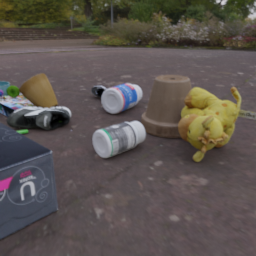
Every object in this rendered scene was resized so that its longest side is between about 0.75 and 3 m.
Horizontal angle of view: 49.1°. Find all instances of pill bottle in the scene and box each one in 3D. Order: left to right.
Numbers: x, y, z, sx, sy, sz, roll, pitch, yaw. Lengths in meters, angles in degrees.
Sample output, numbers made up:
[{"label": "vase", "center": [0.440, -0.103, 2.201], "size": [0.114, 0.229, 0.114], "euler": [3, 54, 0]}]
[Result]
[{"label": "pill bottle", "center": [-0.251, 0.318, 8.735], "size": [1.548, 0.875, 0.875], "euler": [-17, 27, -39]}, {"label": "pill bottle", "center": [-0.208, -1.426, 12.980], "size": [1.158, 1.158, 2.063], "euler": [12, 23, 28]}]

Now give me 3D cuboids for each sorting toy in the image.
[{"label": "sorting toy", "center": [-5.172, -1.559, 12.753], "size": [1.698, 0.589, 0.585], "euler": [-6, 31, -6]}]

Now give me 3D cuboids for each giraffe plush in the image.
[{"label": "giraffe plush", "center": [2.332, -0.013, 8.383], "size": [2.372, 2.047, 1.924], "euler": [-3, 24, 46]}]

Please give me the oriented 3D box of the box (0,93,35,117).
[{"label": "box", "center": [-4.808, -1.039, 12.882], "size": [1.916, 0.529, 2.805], "euler": [-18, 27, -40]}]

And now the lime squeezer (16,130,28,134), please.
[{"label": "lime squeezer", "center": [-4.762, 0.240, 9.576], "size": [2.467, 0.465, 0.871], "euler": [-7, 22, -16]}]

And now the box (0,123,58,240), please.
[{"label": "box", "center": [-3.039, 0.968, 6.098], "size": [2.779, 1.474, 1.699], "euler": [19, 28, 39]}]

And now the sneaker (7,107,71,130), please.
[{"label": "sneaker", "center": [-3.311, -0.343, 10.615], "size": [2.417, 0.803, 1.094], "euler": [-6, 18, -20]}]

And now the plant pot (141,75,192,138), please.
[{"label": "plant pot", "center": [1.587, -0.901, 10.502], "size": [2.238, 1.952, 2.238], "euler": [-1, 22, 0]}]

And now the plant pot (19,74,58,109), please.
[{"label": "plant pot", "center": [-3.512, -1.299, 11.409], "size": [1.240, 1.331, 1.240], "euler": [-37, 1, 0]}]

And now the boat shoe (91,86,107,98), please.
[{"label": "boat shoe", "center": [-1.473, -1.861, 14.823], "size": [0.607, 0.640, 1.832], "euler": [11, 14, -47]}]

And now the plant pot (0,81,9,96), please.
[{"label": "plant pot", "center": [-6.626, -1.675, 13.911], "size": [1.491, 1.004, 1.491], "euler": [0, 20, 0]}]
